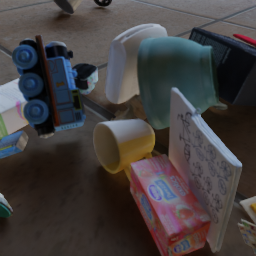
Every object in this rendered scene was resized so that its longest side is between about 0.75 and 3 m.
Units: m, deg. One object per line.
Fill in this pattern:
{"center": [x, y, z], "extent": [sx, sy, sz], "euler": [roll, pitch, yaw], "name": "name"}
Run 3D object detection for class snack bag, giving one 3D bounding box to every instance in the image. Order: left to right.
{"center": [1.303, 0.730, 5.690], "extent": [0.282, 2.487, 2.638], "euler": [-13, 39, -9], "name": "snack bag"}

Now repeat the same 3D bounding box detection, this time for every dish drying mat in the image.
{"center": [4.496, -3.025, 9.963], "extent": [0.747, 0.177, 1.944], "euler": [11, 28, -15], "name": "dish drying mat"}

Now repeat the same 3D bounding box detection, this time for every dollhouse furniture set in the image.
{"center": [0.147, -0.234, 8.050], "extent": [0.774, 1.352, 1.585], "euler": [43, 42, -14], "name": "dollhouse furniture set"}

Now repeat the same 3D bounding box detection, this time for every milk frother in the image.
{"center": [-2.840, -8.279, 17.732], "extent": [2.841, 2.564, 2.673], "euler": [34, 82, -2], "name": "milk frother"}

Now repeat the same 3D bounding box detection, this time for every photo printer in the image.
{"center": [0.251, -2.188, 9.319], "extent": [2.072, 2.490, 0.865], "euler": [-31, 61, -32], "name": "photo printer"}

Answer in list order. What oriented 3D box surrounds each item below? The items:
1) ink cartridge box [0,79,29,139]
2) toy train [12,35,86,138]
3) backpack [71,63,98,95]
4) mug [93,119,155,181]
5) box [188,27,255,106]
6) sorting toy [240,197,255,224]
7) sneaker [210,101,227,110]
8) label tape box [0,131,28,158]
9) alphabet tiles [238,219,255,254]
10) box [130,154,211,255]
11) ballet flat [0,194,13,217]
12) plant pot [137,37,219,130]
{"center": [-3.581, -0.734, 8.856], "extent": [1.488, 0.855, 2.540], "euler": [27, 47, 32], "name": "ink cartridge box"}
{"center": [-2.191, -1.173, 7.861], "extent": [1.621, 2.838, 1.230], "euler": [-11, -5, -15], "name": "toy train"}
{"center": [-1.661, -1.835, 10.215], "extent": [1.070, 0.907, 1.205], "euler": [13, 47, 16], "name": "backpack"}
{"center": [0.008, 0.506, 7.296], "extent": [1.326, 1.615, 1.293], "euler": [-16, 8, -33], "name": "mug"}
{"center": [3.556, -1.976, 9.265], "extent": [2.616, 1.562, 2.660], "euler": [-1, 32, -36], "name": "box"}
{"center": [3.207, 1.878, 6.095], "extent": [1.056, 0.208, 1.141], "euler": [-13, 40, -15], "name": "sorting toy"}
{"center": [2.864, -0.846, 9.236], "extent": [0.911, 0.321, 0.365], "euler": [23, 81, 44], "name": "sneaker"}
{"center": [-3.074, 0.513, 7.325], "extent": [0.662, 0.306, 0.924], "euler": [-19, 33, 9], "name": "label tape box"}
{"center": [2.424, 2.099, 5.070], "extent": [0.031, 0.810, 0.974], "euler": [-29, 13, -18], "name": "alphabet tiles"}
{"center": [0.780, 1.575, 5.867], "extent": [0.898, 0.973, 1.896], "euler": [-13, 41, -16], "name": "box"}
{"center": [-3.079, 1.619, 6.253], "extent": [1.307, 0.470, 0.470], "euler": [10, 39, 11], "name": "ballet flat"}
{"center": [1.549, -1.329, 7.842], "extent": [1.766, 2.636, 2.636], "euler": [-5, 35, 23], "name": "plant pot"}
